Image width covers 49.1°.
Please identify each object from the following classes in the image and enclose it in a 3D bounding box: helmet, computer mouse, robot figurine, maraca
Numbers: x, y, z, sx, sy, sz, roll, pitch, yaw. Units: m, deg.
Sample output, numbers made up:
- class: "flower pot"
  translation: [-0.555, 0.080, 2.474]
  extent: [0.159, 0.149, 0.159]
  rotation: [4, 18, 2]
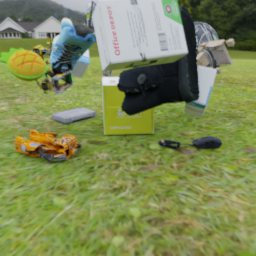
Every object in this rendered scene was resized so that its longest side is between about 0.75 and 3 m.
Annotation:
- class: "helmet"
  translation: [2.837, -3.089, 11.835]
  extent: [2.415, 2.415, 2.303]
  rotation: [8, -8, 24]
- class: "computer mouse"
  translation: [2.118, 0.458, 9.588]
  extent: [2.161, 0.368, 0.634]
  rotation: [0, 19, 1]
- class: "robot figurine"
  translation: [-2.527, 0.545, 8.967]
  extent: [1.995, 0.581, 1.446]
  rotation: [6, 21, 19]
- class: "maraca"
  translation: [-3.765, -2.322, 10.065]
  extent: [1.839, 0.984, 1.261]
  rotation: [34, 49, 16]

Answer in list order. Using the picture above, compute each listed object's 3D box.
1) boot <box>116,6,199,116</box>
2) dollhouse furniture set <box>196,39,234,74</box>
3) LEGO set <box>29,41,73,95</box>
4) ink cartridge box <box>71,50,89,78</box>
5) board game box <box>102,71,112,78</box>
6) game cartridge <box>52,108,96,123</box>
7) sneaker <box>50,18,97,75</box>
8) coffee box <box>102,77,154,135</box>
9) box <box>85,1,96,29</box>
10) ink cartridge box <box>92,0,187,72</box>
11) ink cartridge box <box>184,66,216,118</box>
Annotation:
- class: "boot"
  translation: [0.765, -1.911, 8.314]
  extent: [2.431, 2.893, 1.105]
  rotation: [-8, -11, 34]
- class: "dollhouse furniture set"
  translation: [3.076, -2.233, 9.894]
  extent: [0.813, 1.420, 1.665]
  rotation: [-48, 29, -16]
- class: "LEGO set"
  translation: [-3.105, -2.198, 10.869]
  extent: [1.651, 2.147, 1.244]
  rotation: [9, 30, 12]
- class: "ink cartridge box"
  translation: [-2.379, -3.524, 13.418]
  extent: [0.653, 1.108, 1.925]
  rotation: [9, 57, -28]
- class: "board game box"
  translation: [-0.571, -3.708, 12.755]
  extent: [0.446, 2.575, 1.626]
  rotation: [20, -7, -3]
- class: "game cartridge"
  translation: [-2.454, -0.567, 12.837]
  extent: [1.114, 0.330, 1.718]
  rotation: [22, 28, 39]
- class: "sneaker"
  translation: [-1.682, -2.211, 8.287]
  extent: [1.101, 1.264, 2.810]
  rotation: [17, -10, -21]
- class: "coffee box"
  translation: [-0.039, -0.928, 11.217]
  extent: [1.951, 1.954, 1.932]
  rotation: [-1, 18, -5]
- class: "box"
  translation: [-0.920, -3.223, 8.565]
  extent: [0.226, 1.020, 0.817]
  rotation: [-17, -30, 35]
- class: "ink cartridge box"
  translation: [0.245, -2.166, 6.464]
  extent: [1.910, 1.394, 0.803]
  rotation: [-11, 1, -18]
- class: "ink cartridge box"
  translation: [2.216, -1.079, 8.762]
  extent: [0.662, 1.130, 1.563]
  rotation: [16, -8, 14]
